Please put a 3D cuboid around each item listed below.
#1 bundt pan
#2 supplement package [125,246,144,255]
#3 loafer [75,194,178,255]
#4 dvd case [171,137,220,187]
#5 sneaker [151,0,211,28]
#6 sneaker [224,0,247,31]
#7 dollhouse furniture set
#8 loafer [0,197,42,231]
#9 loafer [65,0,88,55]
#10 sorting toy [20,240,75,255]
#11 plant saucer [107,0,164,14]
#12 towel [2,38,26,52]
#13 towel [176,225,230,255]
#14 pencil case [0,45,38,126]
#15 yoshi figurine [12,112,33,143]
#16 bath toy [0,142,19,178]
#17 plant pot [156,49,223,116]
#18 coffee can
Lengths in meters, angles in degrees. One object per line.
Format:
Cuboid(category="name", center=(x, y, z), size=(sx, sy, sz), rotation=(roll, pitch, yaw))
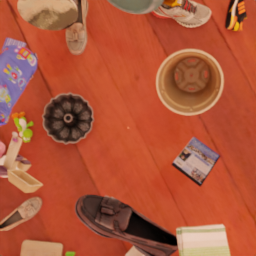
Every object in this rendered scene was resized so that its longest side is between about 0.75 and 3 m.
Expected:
Cuboid(category="bundt pan", center=(-2.124, -0.311, 10.193), size=(1.848, 0.694, 1.848), rotation=(0, 85, 0))
Cuboid(category="supplement package", center=(0.730, 5.264, 9.055), size=(2.352, 1.785, 1.772), rotation=(42, 86, 4))
Cuboid(category="loafer", center=(0.054, 2.379, 7.041), size=(2.827, 0.890, 1.016), rotation=(32, 45, -11))
Cuboid(category="dvd case", center=(1.994, 0.945, 8.138), size=(0.991, 0.122, 1.389), rotation=(38, 50, 13))
Cuboid(category="sneaker", center=(1.973, -4.446, 10.489), size=(2.317, 0.952, 0.902), rotation=(11, 84, 0))
Cuboid(category="sneaker", center=(4.244, -4.479, 10.742), size=(0.726, 0.564, 1.613), rotation=(15, 86, -9))
Cuboid(category="dollhouse furniture set", center=(-2.495, 0.829, 7.075), size=(1.534, 1.216, 1.089), rotation=(24, 95, 28))
Cuboid(category="loafer", center=(-3.830, 3.098, 9.916), size=(1.694, 0.533, 0.609), rotation=(-36, 85, -3))
Cuboid(category="loafer", center=(-1.968, -3.977, 10.547), size=(0.836, 0.731, 2.327), rotation=(4, 84, 0))
Cuboid(category="sorting toy", center=(-3.089, 4.800, 9.840), size=(2.740, 0.373, 1.543), rotation=(6, 80, 0))
Cuboid(category="plant saucer", center=(-0.097, -4.294, 8.222), size=(2.529, 2.529, 0.347), rotation=(26, 72, 3))
Cuboid(category="towel", center=(-4.412, -3.105, 10.798), size=(0.809, 0.096, 0.586), rotation=(17, 82, 0))
Cuboid(category="towel", center=(1.728, 2.965, 6.084), size=(1.198, 0.247, 1.606), rotation=(0, 65, -11))
Cuboid(category="pencil case", center=(-2.993, -1.056, 6.873), size=(0.899, 1.000, 2.304), rotation=(-19, 43, 31))
Cuboid(category="yoshi figurine", center=(-3.794, -0.036, 10.226), size=(0.623, 0.621, 1.109), rotation=(-22, 88, -9))
Cuboid(category="bath toy", center=(-4.936, 0.728, 9.946), size=(2.758, 1.199, 1.019), rotation=(44, 126, 1))
Cuboid(category="plant pot", center=(1.814, -1.418, 8.155), size=(1.764, 1.615, 1.764), rotation=(5, 109, 14))
Cuboid(category="coffee can", center=(-2.282, -4.277, 8.141), size=(1.642, 1.642, 2.243), rotation=(-2, 73, 0))
